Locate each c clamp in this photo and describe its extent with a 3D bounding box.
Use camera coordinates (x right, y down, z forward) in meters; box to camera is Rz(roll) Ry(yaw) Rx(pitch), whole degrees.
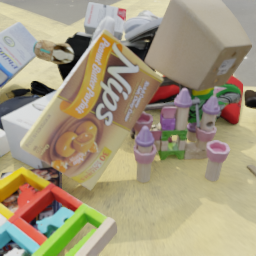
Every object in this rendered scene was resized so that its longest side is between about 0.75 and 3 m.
[{"bbox_3d":[0.794,-0.707,6.811,1.938,0.263,1.656,-1,54,20],"label":"c clamp"}]

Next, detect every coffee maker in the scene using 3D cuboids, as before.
[{"bbox_3d":[-0.778,-1.994,9.398,2.965,1.997,2.848,9,34,16],"label":"coffee maker"}]

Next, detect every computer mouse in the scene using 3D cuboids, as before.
[{"bbox_3d":[-3.394,-0.881,8.854,2.068,0.678,2.945,21,38,28],"label":"computer mouse"}]

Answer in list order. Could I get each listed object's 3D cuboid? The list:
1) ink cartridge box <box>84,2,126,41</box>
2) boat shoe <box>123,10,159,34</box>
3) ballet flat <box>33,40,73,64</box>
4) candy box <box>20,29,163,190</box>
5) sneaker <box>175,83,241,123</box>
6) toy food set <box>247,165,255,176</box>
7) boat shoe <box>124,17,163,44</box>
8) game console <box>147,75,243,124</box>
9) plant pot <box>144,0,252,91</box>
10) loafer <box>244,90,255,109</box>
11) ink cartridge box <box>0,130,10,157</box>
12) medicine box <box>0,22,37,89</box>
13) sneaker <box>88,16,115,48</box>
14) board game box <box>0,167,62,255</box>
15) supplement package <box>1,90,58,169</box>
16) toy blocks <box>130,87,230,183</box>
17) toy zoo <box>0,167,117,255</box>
[{"bbox_3d":[-0.778,-3.627,9.558,1.298,0.544,0.937,10,77,-3],"label":"ink cartridge box"},{"bbox_3d":[0.628,-3.588,9.689,0.868,0.855,2.448,-26,-8,42],"label":"boat shoe"},{"bbox_3d":[-1.930,-2.073,7.953,0.615,0.664,1.883,23,18,11],"label":"ballet flat"},{"bbox_3d":[-0.712,-0.365,5.837,2.825,1.631,0.781,-57,20,-10],"label":"candy box"},{"bbox_3d":[2.254,-0.627,7.646,2.269,0.967,0.885,-13,-3,-31],"label":"sneaker"},{"bbox_3d":[3.831,0.853,6.464,1.895,0.298,1.204,-10,32,-15],"label":"toy food set"},{"bbox_3d":[1.020,-2.966,8.517,2.258,0.639,0.775,-18,11,8],"label":"boat shoe"},{"bbox_3d":[2.326,-1.176,9.604,2.496,1.719,2.896,-18,23,35],"label":"game console"},{"bbox_3d":[1.741,-1.850,6.608,1.743,1.745,1.545,-16,57,-36],"label":"plant pot"},{"bbox_3d":[4.043,-0.839,8.314,1.560,0.570,0.557,11,61,-33],"label":"loafer"},{"bbox_3d":[-3.456,0.327,7.010,0.850,0.532,0.546,21,42,24],"label":"ink cartridge box"},{"bbox_3d":[-4.271,-2.082,9.216,2.086,1.179,2.290,-28,26,32],"label":"medicine box"},{"bbox_3d":[-0.590,-1.869,8.159,1.258,2.533,0.987,11,11,-12],"label":"sneaker"},{"bbox_3d":[-1.936,1.510,5.429,1.246,0.318,1.839,-6,33,-10],"label":"board game box"},{"bbox_3d":[-1.860,-0.032,7.052,1.179,1.183,2.016,19,37,27],"label":"supplement package"},{"bbox_3d":[1.058,-0.129,6.553,2.078,1.872,2.224,-1,33,-2],"label":"toy blocks"},{"bbox_3d":[-1.860,1.625,4.550,2.877,0.294,1.887,19,44,34],"label":"toy zoo"}]
